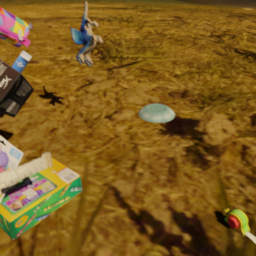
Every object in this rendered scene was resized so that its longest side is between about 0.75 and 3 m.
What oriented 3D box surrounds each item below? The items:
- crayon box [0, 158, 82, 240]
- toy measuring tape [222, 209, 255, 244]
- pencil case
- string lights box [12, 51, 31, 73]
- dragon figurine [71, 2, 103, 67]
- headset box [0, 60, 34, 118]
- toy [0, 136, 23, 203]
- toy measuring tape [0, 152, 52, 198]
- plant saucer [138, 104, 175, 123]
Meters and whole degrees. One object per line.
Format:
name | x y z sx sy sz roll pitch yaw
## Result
crayon box | -2.264 1.605 6.820 1.182 0.580 1.990 23 38 34
toy measuring tape | 2.568 2.136 6.094 0.441 0.441 1.199 -20 36 -30
pencil case | -5.071 -4.082 10.671 1.224 1.224 2.770 23 3 33
string lights box | -3.523 -1.877 8.903 0.325 1.103 0.567 34 -6 -21
dragon figurine | -1.451 -3.021 9.068 0.995 2.002 0.589 -17 3 28
headset box | -3.473 -1.328 6.074 2.485 0.960 1.849 35 -8 -6
toy | -2.585 0.868 5.158 0.439 1.070 1.858 -18 40 31
toy measuring tape | -2.413 0.879 4.557 0.890 0.890 2.419 20 28 30
plant saucer | 1.119 -0.655 10.997 1.439 0.277 1.439 0 31 0
